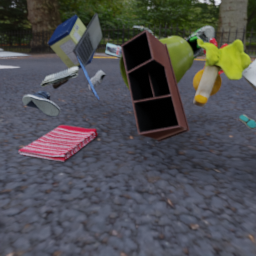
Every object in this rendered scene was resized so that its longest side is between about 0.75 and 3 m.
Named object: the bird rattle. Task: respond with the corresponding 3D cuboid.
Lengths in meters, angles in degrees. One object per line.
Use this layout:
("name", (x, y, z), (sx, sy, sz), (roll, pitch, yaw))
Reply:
("bird rattle", (2.047, -1.448, 7.161), (1.257, 1.819, 2.231), (21, 11, 2))

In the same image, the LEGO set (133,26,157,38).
("LEGO set", (1.061, -3.235, 11.923), (0.732, 1.678, 2.584), (5, -21, 43))

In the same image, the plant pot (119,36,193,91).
("plant pot", (1.218, -2.321, 10.351), (2.153, 2.236, 2.236), (-37, 37, -27))

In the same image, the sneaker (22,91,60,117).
("sneaker", (-2.718, -0.844, 9.496), (1.333, 0.507, 0.963), (24, 20, 8))

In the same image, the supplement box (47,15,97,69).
("supplement box", (-2.476, -3.851, 12.862), (1.153, 1.715, 1.717), (-20, 39, 25))

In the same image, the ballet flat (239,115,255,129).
("ballet flat", (3.799, -0.147, 8.772), (0.281, 0.281, 0.809), (-4, 32, -11))

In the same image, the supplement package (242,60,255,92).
("supplement package", (3.643, -1.057, 6.046), (1.108, 1.440, 1.506), (31, 24, -35))

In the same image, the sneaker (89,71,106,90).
("sneaker", (-1.440, -2.193, 13.030), (0.436, 1.064, 0.398), (28, -8, 37))

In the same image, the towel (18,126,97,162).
("towel", (-2.515, 0.496, 10.565), (1.902, 0.296, 2.630), (6, 21, 19))

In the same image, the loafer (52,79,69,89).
("loafer", (-2.842, -1.978, 11.791), (0.856, 0.305, 0.312), (-42, 65, -8))

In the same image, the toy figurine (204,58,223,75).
("toy figurine", (3.611, -2.844, 11.386), (0.993, 1.128, 1.883), (-18, 14, 33))

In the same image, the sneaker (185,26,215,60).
("sneaker", (2.925, -3.479, 11.737), (2.624, 1.024, 1.118), (-48, -1, -25))

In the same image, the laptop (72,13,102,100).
("laptop", (-1.112, -2.416, 10.196), (1.349, 2.328, 2.179), (31, -2, 0))

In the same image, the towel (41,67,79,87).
("towel", (-1.940, -1.505, 8.051), (1.066, 0.191, 1.107), (-17, 22, -2))

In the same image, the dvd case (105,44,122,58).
("dvd case", (-0.480, -3.267, 11.994), (0.944, 0.104, 0.689), (13, 52, -11))

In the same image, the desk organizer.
("desk organizer", (0.706, -1.167, 7.911), (1.029, 2.870, 1.105), (-23, -22, 31))
